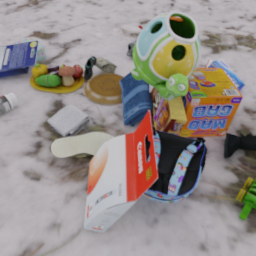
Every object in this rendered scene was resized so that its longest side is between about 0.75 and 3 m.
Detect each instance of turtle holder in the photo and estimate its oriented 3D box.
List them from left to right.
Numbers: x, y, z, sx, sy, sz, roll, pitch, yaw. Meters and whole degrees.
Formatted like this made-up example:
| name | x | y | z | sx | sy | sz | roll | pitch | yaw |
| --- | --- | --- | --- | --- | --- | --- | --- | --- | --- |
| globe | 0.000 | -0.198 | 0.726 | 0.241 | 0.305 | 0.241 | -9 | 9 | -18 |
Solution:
| name | x | y | z | sx | sy | sz | roll | pitch | yaw |
| --- | --- | --- | --- | --- | --- | --- | --- | --- | --- |
| turtle holder | 1.067 | -2.062 | 7.912 | 1.934 | 1.808 | 2.546 | 31 | 58 | -1 |

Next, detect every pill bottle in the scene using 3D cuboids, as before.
| name | x | y | z | sx | sy | sz | roll | pitch | yaw |
| --- | --- | --- | --- | --- | --- | --- | --- | --- | --- |
| pill bottle | -4.703 | -0.868 | 10.449 | 1.056 | 0.602 | 0.602 | -35 | 54 | -30 |

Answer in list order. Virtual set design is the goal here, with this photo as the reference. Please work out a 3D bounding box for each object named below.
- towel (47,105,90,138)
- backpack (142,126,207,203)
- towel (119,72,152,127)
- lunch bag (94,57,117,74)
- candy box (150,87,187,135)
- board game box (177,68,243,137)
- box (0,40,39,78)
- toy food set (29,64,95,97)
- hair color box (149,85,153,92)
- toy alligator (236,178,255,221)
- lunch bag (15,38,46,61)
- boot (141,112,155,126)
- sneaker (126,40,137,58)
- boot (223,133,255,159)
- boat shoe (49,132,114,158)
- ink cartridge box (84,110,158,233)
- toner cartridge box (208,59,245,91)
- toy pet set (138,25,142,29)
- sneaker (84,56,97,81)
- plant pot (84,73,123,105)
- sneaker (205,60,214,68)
| name | x | y | z | sx | sy | sz | roll | pitch | yaw |
| --- | --- | --- | --- | --- | --- | --- | --- | --- | --- |
| towel | -2.072 | -0.183 | 9.817 | 0.961 | 0.497 | 1.161 | 33 | 58 | 20 |
| backpack | 1.074 | 1.191 | 7.714 | 1.915 | 1.411 | 2.098 | 13 | 44 | 13 |
| towel | 0.268 | -1.213 | 10.237 | 0.547 | 1.257 | 2.252 | 28 | 42 | -34 |
| lunch bag | -1.056 | -2.735 | 12.202 | 0.712 | 0.510 | 0.868 | 38 | 21 | 34 |
| candy box | 1.256 | -0.725 | 9.175 | 0.572 | 1.181 | 2.025 | 8 | 53 | -15 |
| board game box | 2.488 | -0.883 | 9.553 | 1.695 | 1.694 | 1.694 | -2 | 44 | -10 |
| box | -5.244 | -2.954 | 12.258 | 2.777 | 0.450 | 1.682 | -8 | 56 | 4 |
| toy food set | -2.784 | -2.282 | 11.668 | 2.849 | 0.930 | 1.676 | 8 | 45 | 8 |
| hair color box | 0.808 | -1.563 | 11.288 | 0.746 | 0.442 | 1.365 | -12 | 47 | -14 |
| toy alligator | 3.730 | 1.581 | 7.871 | 0.715 | 0.654 | 2.412 | 30 | 51 | 27 |
| lunch bag | -4.718 | -3.708 | 13.414 | 1.191 | 0.573 | 1.485 | -28 | 50 | -23 |
| boot | 1.086 | -0.360 | 10.070 | 1.174 | 0.432 | 0.908 | 12 | 40 | 8 |
| sneaker | 0.385 | -4.017 | 13.642 | 0.762 | 0.696 | 1.883 | 8 | 43 | 5 |
| boot | 3.624 | 0.573 | 8.817 | 1.136 | 0.513 | 1.386 | 7 | 26 | 21 |
| boat shoe | -1.398 | 0.541 | 8.799 | 2.094 | 0.748 | 0.626 | -4 | -1 | -26 |
| ink cartridge box | -0.288 | 1.055 | 7.025 | 0.676 | 2.696 | 2.186 | 18 | 41 | -18 |
| toner cartridge box | 4.037 | -2.133 | 11.523 | 0.718 | 0.327 | 1.513 | -25 | 70 | -35 |
| toy pet set | 1.247 | -4.134 | 13.765 | 1.583 | 0.900 | 1.696 | 31 | 15 | 22 |
| sneaker | -1.668 | -2.447 | 11.591 | 0.419 | 1.112 | 0.441 | 32 | 34 | 13 |
| plant pot | -0.781 | -1.687 | 11.473 | 2.032 | 0.279 | 2.032 | 2 | 45 | -2 |
| sneaker | 3.797 | -2.379 | 11.989 | 0.987 | 0.669 | 1.708 | 14 | 47 | 16 |
